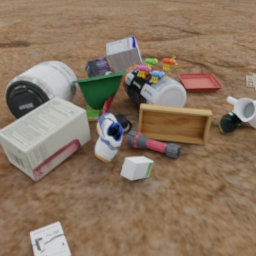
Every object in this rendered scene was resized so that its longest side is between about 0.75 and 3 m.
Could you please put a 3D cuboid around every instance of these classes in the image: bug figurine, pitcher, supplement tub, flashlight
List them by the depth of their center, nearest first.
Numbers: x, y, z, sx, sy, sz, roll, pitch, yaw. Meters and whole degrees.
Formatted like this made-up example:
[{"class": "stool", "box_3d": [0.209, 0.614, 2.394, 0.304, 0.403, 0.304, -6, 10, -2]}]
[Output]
[{"class": "flashlight", "box_3d": [0.800, 0.547, 8.969, 1.702, 0.578, 0.576, 16, 46, 24]}, {"class": "pitcher", "box_3d": [4.291, -0.575, 9.435, 1.720, 1.042, 1.475, 11, 26, -28]}, {"class": "bug figurine", "box_3d": [1.059, -2.263, 10.471, 1.267, 0.420, 1.634, 13, 41, 25]}, {"class": "supplement tub", "box_3d": [0.913, -1.503, 11.190, 1.615, 1.615, 2.636, -17, 37, -24]}]

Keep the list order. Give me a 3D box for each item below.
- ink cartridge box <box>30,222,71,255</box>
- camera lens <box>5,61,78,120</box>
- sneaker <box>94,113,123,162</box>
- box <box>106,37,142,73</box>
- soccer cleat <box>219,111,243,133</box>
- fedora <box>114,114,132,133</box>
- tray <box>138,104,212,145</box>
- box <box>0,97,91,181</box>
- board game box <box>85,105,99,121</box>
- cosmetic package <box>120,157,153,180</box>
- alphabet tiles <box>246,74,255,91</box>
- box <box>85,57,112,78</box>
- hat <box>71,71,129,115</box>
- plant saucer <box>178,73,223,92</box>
[{"class": "ink cartridge box", "box_3d": [-1.660, 2.579, 5.993, 0.684, 0.386, 0.932, -16, 37, -22]}, {"class": "camera lens", "box_3d": [-3.174, -1.307, 10.528, 1.951, 1.951, 2.439, 8, 31, 12]}, {"class": "sneaker", "box_3d": [-0.470, 0.101, 8.714, 0.799, 0.935, 2.122, 27, 31, -22]}, {"class": "box", "box_3d": [-0.192, -3.695, 14.273, 1.525, 1.403, 0.800, -12, 60, 10]}, {"class": "soccer cleat", "box_3d": [3.970, -0.399, 10.169, 1.873, 0.759, 0.632, -29, 83, -36]}, {"class": "fedora", "box_3d": [-0.287, -0.219, 10.268, 0.976, 0.446, 0.976, 1, 33, 0]}, {"class": "tray", "box_3d": [1.512, -0.123, 9.368, 2.298, 1.133, 0.426, 6, 29, 4]}, {"class": "box", "box_3d": [-2.471, 0.259, 8.541, 1.446, 1.232, 2.262, 25, 48, 31]}, {"class": "board game box", "box_3d": [-1.427, -0.600, 11.104, 0.529, 0.166, 1.108, 3, 34, -5]}, {"class": "cosmetic package", "box_3d": [0.258, 1.115, 7.803, 0.406, 0.515, 0.958, 22, 10, 31]}, {"class": "alphabet tiles", "box_3d": [6.716, -2.190, 13.670, 1.787, 0.068, 2.148, 10, 34, 15]}, {"class": "box", "box_3d": [-1.189, -2.223, 12.315, 0.891, 1.458, 0.773, -21, -5, -22]}, {"class": "hat", "box_3d": [-0.940, -0.816, 10.588, 2.136, 2.270, 2.579, 0, 16, 43]}, {"class": "plant saucer", "box_3d": [3.389, -2.149, 13.387, 1.724, 0.316, 1.721, -3, 33, -3]}]
